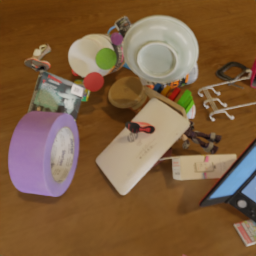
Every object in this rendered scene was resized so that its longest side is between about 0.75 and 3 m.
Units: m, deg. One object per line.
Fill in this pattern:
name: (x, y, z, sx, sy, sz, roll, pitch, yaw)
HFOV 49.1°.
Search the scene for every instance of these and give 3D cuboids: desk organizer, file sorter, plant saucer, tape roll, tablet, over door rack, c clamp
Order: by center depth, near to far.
plant saucer: (0.870, -2.054, 8.038, 2.205, 2.205, 0.553, 9, 49, 8)
tape roll: (-2.311, 0.723, 8.081, 1.006, 2.367, 2.367, 6, 47, 11)
tablet: (0.353, 0.481, 8.936, 2.985, 0.204, 1.943, -47, 44, 0)
desk organizer: (0.926, 0.973, 9.583, 1.199, 0.462, 0.430, -26, 50, -23)
over door rack: (4.189, -1.238, 11.358, 2.276, 0.758, 1.681, -20, 46, 10)
c clamp: (5.003, -2.505, 13.088, 1.594, 0.253, 1.866, 29, 54, 31)
file sorter: (0.456, -3.925, 13.485, 2.557, 1.569, 1.774, 30, 53, 26)

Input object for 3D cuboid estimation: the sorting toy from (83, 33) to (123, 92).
sorting toy: (-0.952, -2.359, 9.811, 0.755, 2.177, 0.750, 23, 15, -34)

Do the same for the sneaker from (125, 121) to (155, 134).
sneaker: (0.340, -0.023, 8.537, 0.931, 0.343, 0.404, 10, 18, -13)

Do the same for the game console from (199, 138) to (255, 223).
game console: (3.427, 1.496, 7.068, 2.155, 2.501, 1.484, 36, 27, 10)

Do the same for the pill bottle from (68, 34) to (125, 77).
pill bottle: (-1.220, -3.047, 11.806, 1.745, 1.745, 2.999, 12, 21, 11)

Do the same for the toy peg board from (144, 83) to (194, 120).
toy peg board: (1.573, -1.019, 9.950, 1.580, 1.587, 0.776, 35, 87, 24)

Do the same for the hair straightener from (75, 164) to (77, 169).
hair straightener: (-2.319, 1.092, 9.440, 1.327, 0.511, 0.272, 15, 17, 15)

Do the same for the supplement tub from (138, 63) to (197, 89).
supplement tub: (1.685, -2.349, 12.093, 2.305, 1.412, 1.412, -18, 49, -15)

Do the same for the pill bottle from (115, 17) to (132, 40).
pill bottle: (-0.022, -3.466, 10.165, 0.529, 0.529, 0.996, -34, 96, -28)

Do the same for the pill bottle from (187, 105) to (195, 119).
pill bottle: (2.059, -0.672, 11.076, 1.062, 0.578, 0.578, 2, 47, 2)

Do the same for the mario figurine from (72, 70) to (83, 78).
mario figurine: (-2.138, -2.792, 13.093, 0.679, 0.583, 1.100, 34, 54, 28)

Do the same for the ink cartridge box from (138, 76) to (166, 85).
ink cartridge box: (0.983, -2.073, 9.906, 0.578, 0.988, 1.703, -37, 23, -22)

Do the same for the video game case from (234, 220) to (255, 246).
video game case: (3.579, 2.930, 7.972, 0.908, 0.079, 0.649, -11, 45, -12)

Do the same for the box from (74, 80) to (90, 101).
box: (-2.048, -1.702, 12.248, 0.747, 0.308, 1.273, 4, 45, 3)

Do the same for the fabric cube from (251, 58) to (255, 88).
fabric cube: (6.220, -2.554, 12.402, 1.240, 1.264, 1.260, 12, 46, 12)

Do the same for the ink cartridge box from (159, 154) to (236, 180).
ink cartridge box: (2.112, 1.238, 8.723, 2.138, 1.245, 0.721, -1, 81, -2)

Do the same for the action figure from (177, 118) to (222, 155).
action figure: (2.087, 0.280, 8.816, 1.585, 0.550, 1.031, 24, 67, -2)

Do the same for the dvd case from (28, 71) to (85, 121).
dvd case: (-2.482, -0.481, 9.395, 0.265, 1.757, 2.407, 16, 90, 43)

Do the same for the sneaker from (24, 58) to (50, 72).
sneaker: (-4.385, -2.955, 13.332, 1.262, 0.486, 0.517, 7, 53, 8)

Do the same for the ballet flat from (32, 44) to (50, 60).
ballet flat: (-4.465, -3.834, 14.150, 0.471, 0.465, 1.382, 17, 49, 16)

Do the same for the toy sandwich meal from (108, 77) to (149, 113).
toy sandwich meal: (0.047, -1.377, 11.562, 1.767, 0.605, 1.767, -9, 58, 14)
